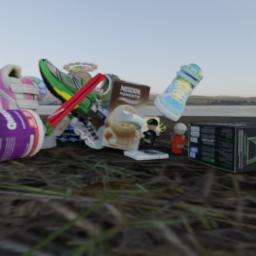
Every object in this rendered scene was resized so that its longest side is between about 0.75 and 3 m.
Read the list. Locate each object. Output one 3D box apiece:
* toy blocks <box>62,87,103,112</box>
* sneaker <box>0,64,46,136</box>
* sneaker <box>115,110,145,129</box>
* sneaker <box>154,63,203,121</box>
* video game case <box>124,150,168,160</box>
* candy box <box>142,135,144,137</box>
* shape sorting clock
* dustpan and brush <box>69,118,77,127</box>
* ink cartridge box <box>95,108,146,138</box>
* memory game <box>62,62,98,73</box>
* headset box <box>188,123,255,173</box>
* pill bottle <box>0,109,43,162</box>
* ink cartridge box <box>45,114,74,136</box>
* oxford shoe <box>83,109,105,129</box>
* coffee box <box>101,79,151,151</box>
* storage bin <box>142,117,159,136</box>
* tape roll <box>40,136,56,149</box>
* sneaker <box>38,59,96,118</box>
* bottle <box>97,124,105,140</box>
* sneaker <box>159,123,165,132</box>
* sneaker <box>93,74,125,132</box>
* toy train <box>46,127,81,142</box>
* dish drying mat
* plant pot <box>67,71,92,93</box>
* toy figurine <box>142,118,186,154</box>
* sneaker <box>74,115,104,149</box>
[{"bbox_3d":[-1.742,-1.151,11.723,1.193,1.325,1.418,22,9,30],"label":"toy blocks"},{"bbox_3d":[-3.577,-0.954,9.204,1.314,2.978,1.211,-42,-13,19],"label":"sneaker"},{"bbox_3d":[0.055,-0.195,7.147,0.516,0.322,0.875,27,-5,-34],"label":"sneaker"},{"bbox_3d":[1.549,-1.165,8.227,0.887,1.456,2.231,34,28,-4],"label":"sneaker"},{"bbox_3d":[0.477,0.748,7.788,0.909,0.117,1.000,-2,3,-20],"label":"video game case"},{"bbox_3d":[0.250,-0.265,11.075,0.170,1.289,0.659,-31,26,0],"label":"candy box"},{"bbox_3d":[-3.938,-1.464,11.065,1.496,1.496,0.293,-1,-26,-16],"label":"shape sorting clock"},{"bbox_3d":[-1.918,-0.015,11.892,1.259,0.360,0.879,26,22,-1],"label":"dustpan and brush"},{"bbox_3d":[-0.210,-0.135,9.960,1.497,0.356,1.515,37,14,30],"label":"ink cartridge box"},{"bbox_3d":[-1.513,-1.928,8.884,1.130,0.072,1.130,2,27,-1],"label":"memory game"},{"bbox_3d":[2.873,0.379,6.854,2.127,0.987,1.852,-1,4,-19],"label":"headset box"},{"bbox_3d":[-3.370,0.207,6.913,1.320,1.320,2.347,3,5,32],"label":"pill bottle"},{"bbox_3d":[-2.305,-0.120,9.890,0.414,0.809,1.094,49,20,22],"label":"ink cartridge box"},{"bbox_3d":[-1.638,-0.469,11.016,1.712,0.610,0.611,32,38,22],"label":"oxford shoe"},{"bbox_3d":[-0.084,-0.390,8.407,1.121,1.960,0.781,10,13,-2],"label":"coffee box"},{"bbox_3d":[0.183,-0.095,13.846,2.038,0.955,2.023,3,4,44],"label":"storage bin"},{"bbox_3d":[-2.962,0.497,9.520,0.982,0.324,0.982,-3,4,0],"label":"tape roll"},{"bbox_3d":[-2.205,-1.526,9.980,1.120,2.628,1.025,-42,-8,-20],"label":"sneaker"},{"bbox_3d":[-0.409,0.108,11.192,1.117,0.873,2.674,3,6,18],"label":"bottle"},{"bbox_3d":[1.269,-0.039,16.014,1.697,0.640,0.648,12,0,14],"label":"sneaker"},{"bbox_3d":[-1.224,-1.219,12.834,1.252,2.789,0.935,24,2,-45],"label":"sneaker"},{"bbox_3d":[-2.505,0.228,11.113,1.420,0.615,0.811,4,-1,-2],"label":"toy train"},{"bbox_3d":[-1.637,-0.929,8.777,2.247,0.204,0.863,-45,24,-6],"label":"dish drying mat"},{"bbox_3d":[-2.307,-1.964,12.717,1.463,1.463,0.675,0,5,3],"label":"plant pot"},{"bbox_3d":[1.135,0.192,8.717,1.325,0.922,1.305,9,6,8],"label":"toy figurine"},{"bbox_3d":[-1.199,0.055,8.740,1.247,0.873,0.485,33,42,19],"label":"sneaker"}]
